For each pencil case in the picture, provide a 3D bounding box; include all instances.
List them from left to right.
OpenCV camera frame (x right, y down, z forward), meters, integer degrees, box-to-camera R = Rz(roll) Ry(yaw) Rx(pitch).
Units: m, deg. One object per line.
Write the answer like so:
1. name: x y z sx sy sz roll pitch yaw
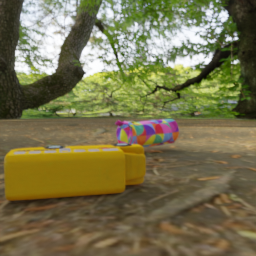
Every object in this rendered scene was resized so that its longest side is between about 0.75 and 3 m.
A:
1. pencil case: 0.696 0.163 9.846 2.330 1.030 1.030 -2 4 -36

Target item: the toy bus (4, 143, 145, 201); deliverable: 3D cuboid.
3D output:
1. toy bus: -0.848 0.743 5.051 2.424 0.789 0.949 -1 4 -14
